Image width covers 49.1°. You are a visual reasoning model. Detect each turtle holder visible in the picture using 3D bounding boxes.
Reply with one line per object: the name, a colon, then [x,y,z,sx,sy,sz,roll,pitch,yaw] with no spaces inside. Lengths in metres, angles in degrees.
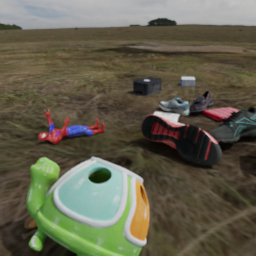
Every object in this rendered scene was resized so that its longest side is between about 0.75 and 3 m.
turtle holder: [-0.671,1.412,4.965,2.313,1.643,1.758,9,-19,49]

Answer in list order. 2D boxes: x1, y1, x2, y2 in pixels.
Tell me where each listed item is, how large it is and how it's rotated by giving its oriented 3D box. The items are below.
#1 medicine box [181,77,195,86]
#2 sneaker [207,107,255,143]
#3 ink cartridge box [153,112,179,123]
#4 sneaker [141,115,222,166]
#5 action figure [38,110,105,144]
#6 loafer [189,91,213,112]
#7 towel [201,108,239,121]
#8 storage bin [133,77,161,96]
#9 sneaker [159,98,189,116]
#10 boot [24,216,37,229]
medicine box: [3.807,-2.957,17.872,0.843,0.434,0.768,3,22,10]
sneaker: [3.666,-0.078,9.819,2.609,1.034,0.984,-12,7,-29]
ink cartridge box: [1.475,-0.300,11.533,1.093,0.340,1.359,9,19,17]
sneaker: [1.843,0.281,9.153,2.889,1.065,1.253,28,14,37]
action figure: [-2.084,-0.152,10.123,2.397,1.186,0.782,-16,26,-29]
loafer: [3.396,-1.247,13.147,0.787,0.689,2.189,0,15,34]
towel: [4.294,-0.627,12.484,1.703,0.192,1.232,-8,21,-22]
storage bin: [1.107,-2.412,16.170,1.044,0.724,1.544,19,28,38]
sneaker: [2.150,-1.083,12.918,1.605,0.693,0.623,20,27,40]
boot: [-1.654,1.922,6.013,1.094,0.403,0.413,-16,39,-37]
